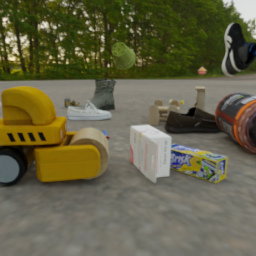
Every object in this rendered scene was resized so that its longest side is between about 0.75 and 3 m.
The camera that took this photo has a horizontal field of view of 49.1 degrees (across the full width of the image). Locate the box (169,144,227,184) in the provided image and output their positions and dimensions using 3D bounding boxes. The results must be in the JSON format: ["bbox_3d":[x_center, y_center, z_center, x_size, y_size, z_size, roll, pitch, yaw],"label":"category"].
[{"bbox_3d":[1.442,0.752,6.263,0.456,0.497,1.419,-12,17,-43],"label":"box"}]

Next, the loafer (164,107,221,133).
[{"bbox_3d":[2.565,-0.317,10.190,2.502,0.893,0.913,-3,13,-15],"label":"loafer"}]

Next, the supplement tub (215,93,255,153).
[{"bbox_3d":[3.625,-0.159,8.120,1.508,1.508,2.821,0,14,0],"label":"supplement tub"}]

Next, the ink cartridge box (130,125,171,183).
[{"bbox_3d":[0.521,0.540,6.290,0.526,0.908,1.559,-3,14,-17],"label":"ink cartridge box"}]

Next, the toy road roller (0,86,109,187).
[{"bbox_3d":[-1.737,0.067,6.074,2.613,1.907,1.606,-1,12,-5],"label":"toy road roller"}]

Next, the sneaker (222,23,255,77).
[{"bbox_3d":[3.801,-2.730,9.207,0.740,2.025,1.133,20,-18,-25],"label":"sneaker"}]

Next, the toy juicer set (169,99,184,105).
[{"bbox_3d":[2.888,-1.509,17.240,0.971,0.264,0.618,17,38,43],"label":"toy juicer set"}]

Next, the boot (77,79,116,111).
[{"bbox_3d":[-1.676,-1.730,14.711,0.884,1.706,2.612,10,16,39],"label":"boot"}]

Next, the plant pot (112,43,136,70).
[{"bbox_3d":[-0.283,-3.167,12.048,1.029,1.029,0.977,4,-10,16],"label":"plant pot"}]

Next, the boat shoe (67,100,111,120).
[{"bbox_3d":[-1.746,-0.809,12.552,1.970,0.840,0.728,1,12,3],"label":"boat shoe"}]

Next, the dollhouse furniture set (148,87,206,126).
[{"bbox_3d":[2.063,-0.994,11.913,2.275,1.481,2.090,3,12,12],"label":"dollhouse furniture set"}]

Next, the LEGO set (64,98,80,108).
[{"bbox_3d":[-3.233,-1.474,16.089,0.823,0.620,1.071,-5,13,-22],"label":"LEGO set"}]

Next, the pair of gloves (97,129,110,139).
[{"bbox_3d":[-1.325,0.243,9.399,1.369,0.156,1.101,-5,13,-24],"label":"pair of gloves"}]
